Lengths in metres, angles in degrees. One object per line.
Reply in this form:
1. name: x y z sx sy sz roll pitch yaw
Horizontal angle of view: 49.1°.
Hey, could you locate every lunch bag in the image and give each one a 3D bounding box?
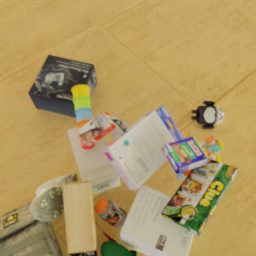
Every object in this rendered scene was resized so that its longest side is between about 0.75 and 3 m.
1. lunch bag: -3.610 3.920 9.507 2.194 1.573 2.676 -24 58 -14

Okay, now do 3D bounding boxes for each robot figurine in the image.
1. robot figurine: 3.487 -0.564 12.308 1.366 1.027 0.853 1 42 1

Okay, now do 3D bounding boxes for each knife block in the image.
1. knife block: -1.509 3.480 9.094 0.913 2.855 2.506 -5 44 -7

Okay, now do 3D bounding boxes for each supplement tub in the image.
1. supplement tub: -0.602 2.932 9.655 0.678 1.106 0.678 -31 34 24

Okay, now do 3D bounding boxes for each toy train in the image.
1. toy train: 2.685 1.009 10.740 1.759 0.651 2.342 -4 31 36

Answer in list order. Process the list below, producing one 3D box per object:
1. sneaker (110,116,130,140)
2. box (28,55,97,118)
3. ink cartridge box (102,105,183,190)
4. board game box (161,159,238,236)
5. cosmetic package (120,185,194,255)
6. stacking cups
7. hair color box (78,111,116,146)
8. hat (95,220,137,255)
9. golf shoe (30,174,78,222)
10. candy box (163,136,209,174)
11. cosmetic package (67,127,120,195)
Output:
1. sneaker: -0.236 0.697 10.897 2.694 1.012 1.549 33 80 11
2. box: -2.873 -1.862 12.738 2.276 1.359 2.314 13 63 7
3. ink cartridge box: 0.648 0.609 9.864 2.851 0.598 1.701 -39 100 -28
4. board game box: 2.301 2.049 8.935 1.342 0.301 2.562 19 54 39
5. cosmetic package: 1.042 3.393 9.571 2.158 1.780 1.779 21 59 11
6. stacking cups: -1.766 -0.396 11.005 0.765 0.765 2.529 -7 71 -4
7. hair color box: -1.085 0.036 9.673 1.190 0.380 0.660 -36 63 16
8. hat: -0.657 3.849 9.404 1.598 1.324 1.407 -25 83 31
9. golf shoe: -2.789 2.451 9.806 1.344 2.765 1.082 -6 95 15
10. candy box: 1.937 0.897 9.389 1.171 0.451 0.990 -14 52 -19
11. cosmetic package: -1.388 1.180 11.217 1.408 1.110 2.617 -17 62 -8
